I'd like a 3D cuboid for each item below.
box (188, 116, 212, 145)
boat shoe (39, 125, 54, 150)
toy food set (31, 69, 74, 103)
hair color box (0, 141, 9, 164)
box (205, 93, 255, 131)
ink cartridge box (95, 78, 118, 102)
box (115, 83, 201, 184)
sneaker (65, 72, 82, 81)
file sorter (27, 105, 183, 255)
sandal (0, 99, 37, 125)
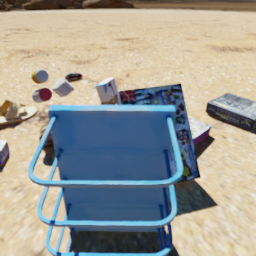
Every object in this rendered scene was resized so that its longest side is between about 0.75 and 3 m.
[{"bbox_3d":[1.679,0.112,8.980,1.272,0.364,1.859,29,35,31],"label":"box"},{"bbox_3d":[-1.581,0.405,8.391,2.144,0.772,0.724,3,53,-8],"label":"boat shoe"},{"bbox_3d":[-1.992,-0.889,9.260,1.174,2.609,1.245,-2,54,47],"label":"toy food set"},{"bbox_3d":[-4.199,0.721,8.046,1.299,0.421,0.710,-3,28,-2],"label":"hair color box"},{"bbox_3d":[4.143,-0.671,10.503,1.525,0.493,1.933,-23,37,-37],"label":"box"},{"bbox_3d":[-0.888,-1.628,11.930,0.428,0.735,1.017,-5,24,28],"label":"ink cartridge box"},{"bbox_3d":[0.739,0.205,7.042,1.702,2.486,0.496,-10,-5,-15],"label":"box"},{"bbox_3d":[-2.777,-2.631,14.204,0.373,0.403,0.999,26,37,35],"label":"sneaker"},{"bbox_3d":[-0.274,1.301,4.505,1.992,2.871,1.761,1,33,1],"label":"file sorter"},{"bbox_3d":[-4.346,-0.614,10.088,0.881,0.790,2.403,20,35,32],"label":"sandal"}]
